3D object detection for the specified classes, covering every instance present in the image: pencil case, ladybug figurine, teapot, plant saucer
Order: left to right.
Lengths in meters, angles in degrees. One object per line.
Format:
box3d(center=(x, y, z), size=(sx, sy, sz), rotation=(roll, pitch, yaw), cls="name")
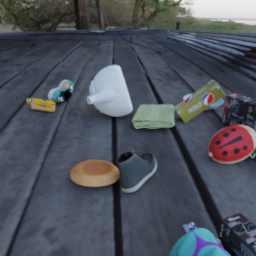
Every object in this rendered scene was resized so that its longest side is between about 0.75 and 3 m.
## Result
box3d(center=(-0.940, 1.234, 7.967), size=(1.413, 0.264, 1.413), rotation=(2, 16, -1), cls="plant saucer")
box3d(center=(-0.890, -1.452, 11.975), size=(1.720, 2.355, 2.325), rotation=(-17, 55, 5), cls="teapot")
box3d(center=(3.540, -1.191, 13.295), size=(1.849, 0.356, 1.849), rotation=(0, 26, 0), cls="plant saucer")
box3d(center=(3.254, 0.479, 8.685), size=(1.668, 0.600, 1.132), rotation=(-29, 71, -6), cls="ladybug figurine")
box3d(center=(1.664, 2.634, 4.300), size=(1.135, 1.045, 2.456), rotation=(-27, 34, -18), cls="pencil case")

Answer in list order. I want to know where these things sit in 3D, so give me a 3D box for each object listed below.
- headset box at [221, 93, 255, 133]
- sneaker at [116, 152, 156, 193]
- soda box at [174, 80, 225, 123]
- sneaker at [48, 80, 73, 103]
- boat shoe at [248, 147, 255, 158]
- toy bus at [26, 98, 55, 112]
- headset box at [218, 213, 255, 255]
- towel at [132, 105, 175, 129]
box3d(center=(4.449, -0.582, 10.979), size=(0.629, 1.212, 1.629), rotation=(-13, 28, -29), cls="headset box")
box3d(center=(0.292, 0.947, 7.898), size=(0.665, 0.944, 1.777), rotation=(-2, 22, 27), cls="sneaker")
box3d(center=(2.907, -1.081, 11.498), size=(1.957, 0.663, 0.627), rotation=(-36, 21, 14), cls="soda box")
box3d(center=(-3.142, -1.779, 14.169), size=(0.893, 0.798, 2.236), rotation=(12, 30, 9), cls="sneaker")
box3d(center=(4.045, 0.778, 9.080), size=(1.552, 0.557, 0.525), rotation=(33, 77, 39), cls="boat shoe")
box3d(center=(-3.970, -1.066, 12.730), size=(1.264, 0.495, 0.411), rotation=(9, 11, 12), cls="toy bus")
box3d(center=(2.221, 2.354, 4.975), size=(0.511, 0.984, 1.322), rotation=(-10, 27, -21), cls="headset box")
box3d(center=(1.103, -0.488, 11.646), size=(1.694, 0.417, 2.283), rotation=(1, 23, 9), cls="towel")
